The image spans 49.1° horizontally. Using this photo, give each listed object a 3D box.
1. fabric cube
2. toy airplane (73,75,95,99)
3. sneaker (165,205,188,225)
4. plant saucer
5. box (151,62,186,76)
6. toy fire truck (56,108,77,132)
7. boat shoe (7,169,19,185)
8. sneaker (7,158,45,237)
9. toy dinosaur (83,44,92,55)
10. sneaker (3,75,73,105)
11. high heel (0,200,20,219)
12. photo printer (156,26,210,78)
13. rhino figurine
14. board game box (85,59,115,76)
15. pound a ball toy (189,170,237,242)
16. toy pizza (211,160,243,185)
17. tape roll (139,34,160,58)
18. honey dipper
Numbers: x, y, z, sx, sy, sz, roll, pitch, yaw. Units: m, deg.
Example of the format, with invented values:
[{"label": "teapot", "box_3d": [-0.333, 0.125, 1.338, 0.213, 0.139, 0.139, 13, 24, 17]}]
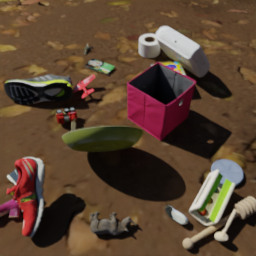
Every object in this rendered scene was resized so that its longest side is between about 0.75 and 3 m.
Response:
[{"label": "fabric cube", "box_3d": [1.177, -0.993, 10.445, 1.819, 1.813, 1.785, 35, 56, 27]}, {"label": "toy airplane", "box_3d": [-1.879, -1.710, 11.941, 1.393, 0.256, 1.393, -20, 41, 18]}, {"label": "sneaker", "box_3d": [1.419, 2.590, 8.314, 0.802, 0.291, 0.288, 32, 94, 38]}, {"label": "plant saucer", "box_3d": [-0.786, 0.432, 8.950, 2.594, 2.594, 0.403, -4, 77, -3]}, {"label": "box", "box_3d": [1.722, -2.129, 12.135, 1.305, 0.796, 1.256, -8, 50, -6]}, {"label": "toy fire truck", "box_3d": [-2.308, -0.266, 10.681, 0.776, 0.567, 0.881, -10, 38, -14]}, {"label": "boat shoe", "box_3d": [-3.284, 1.771, 8.860, 1.344, 0.503, 0.416, 28, 69, 33]}, {"label": "sneaker", "box_3d": [-2.959, 1.955, 7.964, 0.940, 0.853, 2.214, 6, 75, -34]}, {"label": "toy dinosaur", "box_3d": [-2.023, -4.063, 14.263, 0.416, 0.224, 0.944, -2, 45, 7]}, {"label": "sneaker", "box_3d": [-3.686, -1.675, 11.739, 2.916, 1.077, 1.180, 2, 32, -1]}, {"label": "high heel", "box_3d": [-3.849, 2.356, 8.326, 1.299, 0.438, 0.623, 1, 58, -6]}, {"label": "photo printer", "box_3d": [2.377, -3.464, 12.588, 0.852, 2.040, 2.453, -50, 57, 7]}, {"label": "rhino figurine", "box_3d": [-0.454, 2.763, 8.027, 1.356, 0.406, 0.593, 2, 59, -1]}, {"label": "board game box", "box_3d": [-1.333, -2.890, 13.254, 1.295, 0.152, 0.678, 25, 51, 21]}, {"label": "pound a ball toy", "box_3d": [2.582, 2.322, 8.323, 1.167, 0.761, 1.790, 40, 56, 1]}, {"label": "toy pizza", "box_3d": [3.281, 1.500, 9.317, 1.038, 0.165, 1.038, -1, 48, 1]}, {"label": "tape roll", "box_3d": [1.059, -4.067, 13.899, 1.074, 0.738, 1.074, 0, 48, 0]}, {"label": "honey dipper", "box_3d": [2.653, 2.745, 8.015, 2.558, 0.486, 0.486, -23, 52, -18]}]
